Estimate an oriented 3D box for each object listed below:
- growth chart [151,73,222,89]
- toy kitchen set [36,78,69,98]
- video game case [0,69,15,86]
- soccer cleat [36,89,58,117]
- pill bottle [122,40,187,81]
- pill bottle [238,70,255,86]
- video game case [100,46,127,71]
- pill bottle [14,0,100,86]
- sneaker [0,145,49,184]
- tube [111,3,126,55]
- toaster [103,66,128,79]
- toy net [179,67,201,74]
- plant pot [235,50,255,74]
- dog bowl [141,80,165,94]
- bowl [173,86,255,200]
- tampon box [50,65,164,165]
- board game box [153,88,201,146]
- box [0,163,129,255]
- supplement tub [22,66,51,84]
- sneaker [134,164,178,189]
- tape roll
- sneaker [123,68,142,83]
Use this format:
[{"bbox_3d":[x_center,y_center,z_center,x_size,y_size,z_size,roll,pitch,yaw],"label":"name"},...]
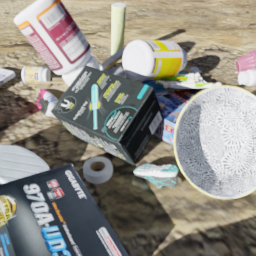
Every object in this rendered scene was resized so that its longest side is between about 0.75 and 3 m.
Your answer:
[{"bbox_3d":[1.938,-1.742,10.342,2.149,0.263,2.970,0,18,1],"label":"growth chart"},{"bbox_3d":[-2.728,-2.136,11.049,1.620,1.461,1.321,0,34,-3],"label":"toy kitchen set"},{"bbox_3d":[-6.234,-1.767,11.391,1.884,0.237,2.631,15,42,21],"label":"video game case"},{"bbox_3d":[-2.780,-0.840,10.029,0.832,0.673,1.927,16,17,-30],"label":"soccer cleat"},{"bbox_3d":[1.084,-2.487,10.281,1.371,1.371,2.509,30,31,36],"label":"pill bottle"},{"bbox_3d":[5.283,-2.102,11.694,1.186,0.672,0.672,-5,35,-8],"label":"pill bottle"},{"bbox_3d":[-0.705,-2.881,12.117,1.966,0.247,2.160,-28,13,42],"label":"video game case"},{"bbox_3d":[-2.058,-2.597,8.618,1.475,2.584,1.475,-24,34,17],"label":"pill bottle"},{"bbox_3d":[-3.316,0.910,7.057,2.703,0.957,0.987,18,64,-9],"label":"sneaker"},{"bbox_3d":[-0.510,-4.626,13.616,0.759,2.615,0.679,-6,42,-10],"label":"tube"},{"bbox_3d":[-0.709,-1.376,10.010,1.459,1.319,0.866,-20,41,-17],"label":"toaster"},{"bbox_3d":[2.583,-2.609,12.747,1.608,0.311,0.843,-1,35,-2],"label":"toy net"},{"bbox_3d":[5.398,-2.891,12.652,0.916,1.024,1.024,-14,34,7],"label":"plant pot"},{"bbox_3d":[1.071,-1.347,10.820,0.970,0.432,1.741,-5,34,-8],"label":"dog bowl"},{"bbox_3d":[2.182,0.362,7.050,2.644,2.644,1.241,-9,-2,-12],"label":"bowl"},{"bbox_3d":[-0.545,-0.388,7.941,2.395,1.512,1.795,23,70,29],"label":"tampon box"},{"bbox_3d":[1.768,-0.304,8.968,2.626,0.810,2.625,-19,40,-26],"label":"board game box"},{"bbox_3d":[-1.586,2.084,5.350,2.263,0.655,2.848,-14,41,-29],"label":"box"},{"bbox_3d":[-3.857,-2.207,11.795,1.009,0.733,0.733,4,35,5],"label":"supplement tub"},{"bbox_3d":[0.685,1.249,7.017,1.271,0.580,0.493,-1,20,41],"label":"sneaker"},{"bbox_3d":[-0.797,1.111,7.404,0.772,0.270,0.772,0,34,0],"label":"tape roll"},{"bbox_3d":[0.366,-2.279,11.785,1.068,1.014,2.653,13,38,-11],"label":"sneaker"}]
